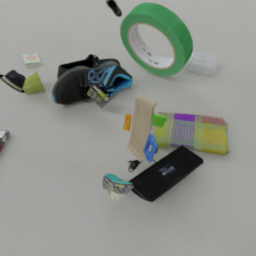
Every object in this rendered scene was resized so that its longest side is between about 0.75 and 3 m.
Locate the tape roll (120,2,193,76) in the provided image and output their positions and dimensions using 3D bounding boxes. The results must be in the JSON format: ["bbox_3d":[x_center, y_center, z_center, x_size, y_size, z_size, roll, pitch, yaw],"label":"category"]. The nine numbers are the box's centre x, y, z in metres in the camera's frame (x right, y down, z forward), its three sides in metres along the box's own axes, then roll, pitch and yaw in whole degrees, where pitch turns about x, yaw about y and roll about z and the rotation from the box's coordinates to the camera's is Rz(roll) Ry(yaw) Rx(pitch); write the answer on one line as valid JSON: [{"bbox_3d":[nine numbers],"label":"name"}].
[{"bbox_3d":[0.965,-3.070,10.033,2.708,2.708,0.651,25,66,26],"label":"tape roll"}]

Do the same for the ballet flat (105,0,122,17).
[{"bbox_3d":[-0.445,-3.732,8.580,0.275,0.235,0.827,-38,73,9],"label":"ballet flat"}]

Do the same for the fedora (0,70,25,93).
[{"bbox_3d":[-3.208,-1.384,7.960,0.919,0.919,0.420,39,93,36],"label":"fedora"}]

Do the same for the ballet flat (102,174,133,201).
[{"bbox_3d":[-0.244,1.329,6.132,0.506,0.506,1.407,-17,4,-18],"label":"ballet flat"}]

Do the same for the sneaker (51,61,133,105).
[{"bbox_3d":[-1.189,-1.521,9.710,2.994,1.096,1.226,-29,49,-29],"label":"sneaker"}]

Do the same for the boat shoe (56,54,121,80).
[{"bbox_3d":[-1.481,-2.389,10.834,2.701,0.896,1.010,-17,46,-20],"label":"boat shoe"}]

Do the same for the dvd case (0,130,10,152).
[{"bbox_3d":[-4.488,0.878,7.594,1.730,0.261,2.369,2,42,2],"label":"dvd case"}]

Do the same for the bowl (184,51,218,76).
[{"bbox_3d":[3.058,-2.730,11.587,1.278,0.478,1.279,16,45,19],"label":"bowl"}]

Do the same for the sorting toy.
[{"bbox_3d":[0.390,-0.037,6.882,0.348,1.440,2.558,8,12,-17],"label":"sorting toy"}]

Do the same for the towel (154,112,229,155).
[{"bbox_3d":[1.922,0.136,8.460,2.200,0.250,1.580,7,42,9],"label":"towel"}]

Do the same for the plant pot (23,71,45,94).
[{"bbox_3d":[-3.494,-1.577,10.139,0.694,0.755,0.755,-25,46,-10],"label":"plant pot"}]

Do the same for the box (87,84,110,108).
[{"bbox_3d":[-0.942,-0.982,8.773,0.690,0.862,0.191,46,74,-7],"label":"box"}]

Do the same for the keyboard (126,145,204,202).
[{"bbox_3d":[0.801,0.987,7.001,2.032,0.209,1.291,-27,47,-32],"label":"keyboard"}]

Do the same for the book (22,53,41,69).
[{"bbox_3d":[-4.129,-2.901,12.002,0.641,0.230,0.959,-14,41,-20],"label":"book"}]
